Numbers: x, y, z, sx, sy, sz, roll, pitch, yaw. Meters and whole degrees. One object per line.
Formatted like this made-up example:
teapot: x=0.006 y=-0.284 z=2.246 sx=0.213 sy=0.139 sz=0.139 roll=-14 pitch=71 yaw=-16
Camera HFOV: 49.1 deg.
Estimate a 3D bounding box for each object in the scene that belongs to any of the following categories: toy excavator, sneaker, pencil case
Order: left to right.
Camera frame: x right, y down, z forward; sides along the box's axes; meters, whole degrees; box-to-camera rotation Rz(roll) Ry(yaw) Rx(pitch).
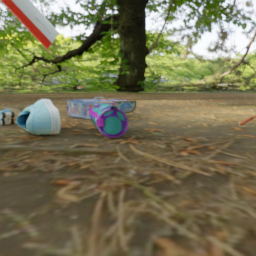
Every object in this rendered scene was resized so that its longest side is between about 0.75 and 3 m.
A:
toy excavator: x=-4.301 y=-0.380 z=9.748 sx=0.419 sy=0.816 sz=0.839 roll=-8 pitch=40 yaw=-38
sneaker: x=-2.772 y=-0.376 z=8.282 sx=1.043 sy=0.941 sz=2.544 roll=0 pitch=7 yaw=-27
pencil case: x=-0.598 y=-0.268 z=7.994 sx=0.879 sy=0.810 sz=1.903 roll=13 pitch=5 yaw=-15

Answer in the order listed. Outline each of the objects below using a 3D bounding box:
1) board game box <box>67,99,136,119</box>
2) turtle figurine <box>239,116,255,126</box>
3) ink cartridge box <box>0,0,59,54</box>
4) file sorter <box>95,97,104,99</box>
board game box: x=-0.928 y=-0.759 z=11.399 sx=2.345 sy=0.723 sz=2.343 roll=-6 pitch=12 yaw=-35
turtle figurine: x=3.311 y=0.203 z=5.669 sx=1.887 sy=0.608 sz=1.522 roll=5 pitch=13 yaw=-27
ink cartridge box: x=-2.079 y=-2.373 z=5.445 sx=1.774 sy=0.623 sz=2.182 roll=46 pitch=-5 yaw=-31
file sorter: x=-1.964 y=-1.846 z=19.079 sx=0.560 sy=0.503 sz=0.808 roll=2 pitch=9 yaw=8
